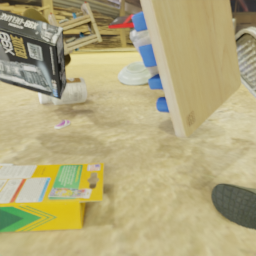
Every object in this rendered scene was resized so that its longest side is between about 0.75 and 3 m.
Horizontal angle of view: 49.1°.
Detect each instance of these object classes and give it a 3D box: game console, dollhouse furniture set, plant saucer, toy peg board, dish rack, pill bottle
[{"bbox_3d":[0.051,-2.406,6.339,0.829,0.145,0.937,-2,31,15],"label":"game console"},{"bbox_3d":[-1.896,-3.207,9.353,1.258,1.251,1.785,-25,18,-16],"label":"dollhouse furniture set"},{"bbox_3d":[0.619,-3.758,18.458,2.712,0.681,2.712,-7,39,5],"label":"plant saucer"},{"bbox_3d":[1.158,-1.671,6.267,1.357,2.775,2.763,6,33,45],"label":"toy peg board"},{"bbox_3d":[3.282,-1.580,7.013,0.414,1.902,1.632,-44,-2,-11],"label":"dish rack"},{"bbox_3d":[-3.103,-1.709,13.201,2.101,1.201,1.201,-9,21,-22],"label":"pill bottle"}]

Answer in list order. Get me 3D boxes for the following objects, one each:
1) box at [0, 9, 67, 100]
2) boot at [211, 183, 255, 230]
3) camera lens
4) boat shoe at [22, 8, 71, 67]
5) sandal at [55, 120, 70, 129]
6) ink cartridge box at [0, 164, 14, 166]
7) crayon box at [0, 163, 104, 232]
[{"bbox_3d":[-2.639,-1.843,7.376,1.886,2.391,0.595,16,63,-3],"label":"box"},{"bbox_3d":[2.680,1.411,5.413,2.029,0.687,1.326,14,17,19],"label":"boot"},{"bbox_3d":[1.368,-2.474,8.691,1.967,2.459,1.967,-29,17,10],"label":"camera lens"},{"bbox_3d":[-3.069,-3.384,10.644,0.872,2.391,0.752,-41,23,-2],"label":"boat shoe"},{"bbox_3d":[-2.401,-0.176,10.349,0.356,0.215,0.875,5,20,13],"label":"sandal"},{"bbox_3d":[-3.324,1.101,6.805,0.786,0.160,0.785,2,19,5],"label":"ink cartridge box"},{"bbox_3d":[-1.663,1.311,5.525,2.379,0.614,1.496,-2,20,-3],"label":"crayon box"}]
